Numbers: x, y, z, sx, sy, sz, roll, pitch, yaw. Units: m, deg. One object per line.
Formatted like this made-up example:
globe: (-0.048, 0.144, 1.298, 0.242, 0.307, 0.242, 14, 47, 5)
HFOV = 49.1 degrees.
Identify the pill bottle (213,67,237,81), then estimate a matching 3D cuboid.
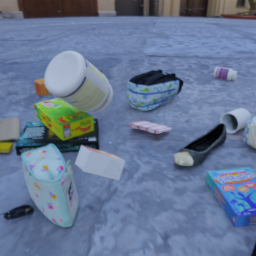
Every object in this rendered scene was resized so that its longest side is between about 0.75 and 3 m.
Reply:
pill bottle: (5.210, -2.883, 15.005, 1.117, 0.627, 0.627, 18, 33, 32)

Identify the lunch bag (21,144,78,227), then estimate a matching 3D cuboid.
lunch bag: (-1.658, 1.270, 6.162, 0.945, 1.321, 1.550, -20, 30, -29)

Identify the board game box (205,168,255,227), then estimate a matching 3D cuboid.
board game box: (2.723, 1.575, 6.649, 1.199, 0.355, 1.577, -5, 28, -9)

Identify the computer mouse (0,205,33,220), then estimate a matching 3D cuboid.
computer mouse: (-2.989, 1.969, 6.066, 1.770, 0.301, 0.519, -3, 15, -18)

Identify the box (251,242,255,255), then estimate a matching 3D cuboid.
box: (2.541, 2.332, 4.244, 0.681, 1.218, 1.726, 5, 28, 3)

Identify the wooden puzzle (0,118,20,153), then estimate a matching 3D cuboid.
wooden puzzle: (-4.606, 0.169, 9.467, 1.897, 0.329, 2.811, -2, 27, -12)

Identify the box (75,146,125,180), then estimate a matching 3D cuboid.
box: (-0.567, 0.695, 5.608, 0.788, 0.419, 0.600, 20, -2, -27)

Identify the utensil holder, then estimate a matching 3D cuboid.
utensil holder: (3.784, -0.268, 9.848, 0.857, 0.728, 0.728, -18, 32, -36)

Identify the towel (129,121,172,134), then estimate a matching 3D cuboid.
towel: (0.771, -0.006, 9.679, 1.260, 0.188, 0.922, 15, 15, 34)

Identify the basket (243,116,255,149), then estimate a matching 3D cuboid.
basket: (4.498, 0.180, 8.476, 1.444, 1.139, 1.638, -24, 27, -36)

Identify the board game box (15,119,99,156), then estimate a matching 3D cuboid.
board game box: (-2.212, 0.249, 9.227, 2.505, 0.353, 1.694, -3, 27, -5)

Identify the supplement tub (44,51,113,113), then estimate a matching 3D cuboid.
supplement tub: (-1.404, -1.278, 8.401, 1.353, 1.353, 1.866, 18, -8, 31)

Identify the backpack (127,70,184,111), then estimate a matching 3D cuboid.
backpack: (0.942, -1.621, 11.734, 1.836, 1.730, 2.251, 25, 19, 29)

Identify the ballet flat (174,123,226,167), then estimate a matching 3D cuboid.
ballet flat: (2.160, 0.486, 8.389, 0.810, 0.692, 2.437, 23, 35, 37)

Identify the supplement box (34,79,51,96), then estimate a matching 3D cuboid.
supplement box: (-3.483, -2.116, 13.501, 0.660, 0.639, 1.919, 24, 37, 38)

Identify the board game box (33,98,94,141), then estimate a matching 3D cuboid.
board game box: (-2.221, -0.372, 9.460, 1.126, 0.528, 2.216, -20, 33, -33)
